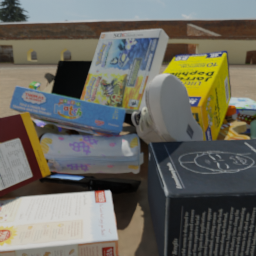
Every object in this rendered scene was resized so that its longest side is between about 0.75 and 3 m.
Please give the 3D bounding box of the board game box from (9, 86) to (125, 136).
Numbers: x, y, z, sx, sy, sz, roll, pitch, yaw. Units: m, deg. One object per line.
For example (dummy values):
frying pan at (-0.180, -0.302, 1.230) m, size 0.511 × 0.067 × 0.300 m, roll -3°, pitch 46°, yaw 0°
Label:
board game box at (-1.206, -0.231, 6.633) m, size 2.138 × 0.517 × 2.827 m, roll 12°, pitch -6°, yaw -3°

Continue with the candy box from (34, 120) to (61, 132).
candy box at (-2.591, 0.050, 8.268) m, size 0.877 × 0.399 × 1.037 m, roll -9°, pitch 16°, yaw -39°

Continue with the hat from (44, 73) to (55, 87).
hat at (-3.176, -1.517, 12.758) m, size 2.188 × 0.882 × 2.188 m, roll 39°, pitch 10°, yaw -8°

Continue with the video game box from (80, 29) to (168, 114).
video game box at (-0.124, -1.260, 6.216) m, size 1.669 × 1.832 × 0.429 m, roll 9°, pitch -11°, yaw 36°

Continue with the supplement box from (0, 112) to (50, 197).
supplement box at (-2.376, 0.588, 4.155) m, size 1.550 × 1.043 × 1.571 m, roll -18°, pitch 2°, yaw 37°

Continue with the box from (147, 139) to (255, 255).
box at (1.343, 0.910, 3.675) m, size 2.037 × 1.091 × 1.512 m, roll -1°, pitch 19°, yaw -2°

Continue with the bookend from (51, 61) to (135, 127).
bookend at (-0.245, -0.832, 8.089) m, size 2.711 × 1.256 × 2.728 m, roll 9°, pitch -6°, yaw 32°

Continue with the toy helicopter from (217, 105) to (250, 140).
toy helicopter at (2.251, 0.129, 7.030) m, size 1.572 × 0.937 × 2.377 m, roll -9°, pitch 13°, yaw 1°

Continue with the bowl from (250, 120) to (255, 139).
bowl at (3.484, 0.240, 7.010) m, size 0.951 × 0.498 × 0.951 m, roll 23°, pitch -14°, yaw 6°

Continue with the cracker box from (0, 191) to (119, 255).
cracker box at (-0.989, 1.309, 3.509) m, size 1.665 × 0.480 × 1.115 m, roll -3°, pitch 16°, yaw -7°

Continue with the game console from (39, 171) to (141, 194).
game console at (-0.704, 0.914, 4.772) m, size 1.768 × 0.213 × 1.043 m, roll 3°, pitch -8°, yaw 14°

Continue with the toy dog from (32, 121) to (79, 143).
toy dog at (-1.762, 0.280, 6.207) m, size 1.393 × 0.972 × 1.351 m, roll 13°, pitch -18°, yaw -19°

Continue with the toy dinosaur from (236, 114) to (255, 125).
toy dinosaur at (4.245, -0.093, 7.201) m, size 2.585 × 1.754 × 1.320 m, roll -13°, pitch 60°, yaw -6°

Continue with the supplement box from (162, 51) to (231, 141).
supplement box at (1.534, -0.666, 6.887) m, size 1.417 × 1.426 × 2.604 m, roll 3°, pitch 39°, yaw 31°

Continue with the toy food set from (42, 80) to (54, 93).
toy food set at (-2.421, -1.495, 10.967) m, size 2.699 × 0.815 × 1.936 m, roll -48°, pitch 30°, yaw -8°

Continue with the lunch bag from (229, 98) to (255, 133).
lunch bag at (3.325, -0.469, 9.232) m, size 1.769 × 0.907 × 2.200 m, roll 3°, pitch 16°, yaw 5°

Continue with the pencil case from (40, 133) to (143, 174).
pencil case at (-0.739, 0.522, 5.598) m, size 2.018 × 0.839 × 0.915 m, roll 0°, pitch -5°, yaw -9°

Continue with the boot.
boot at (0.504, -0.109, 4.917) m, size 1.143 × 0.879 × 2.391 m, roll 10°, pitch -23°, yaw 30°

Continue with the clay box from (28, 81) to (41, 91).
clay box at (-2.501, -0.712, 7.276) m, size 0.215 × 0.905 × 0.520 m, roll 14°, pitch 19°, yaw -10°
